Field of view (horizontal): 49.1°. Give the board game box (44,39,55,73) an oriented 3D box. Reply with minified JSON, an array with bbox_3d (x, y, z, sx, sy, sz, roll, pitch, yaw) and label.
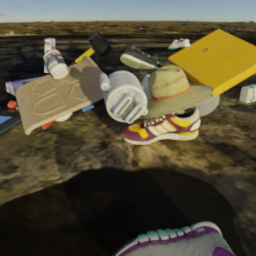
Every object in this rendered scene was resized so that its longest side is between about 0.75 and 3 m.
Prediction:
[{"bbox_3d":[-2.927,-2.722,10.481,0.238,1.156,1.153,4,20,-9],"label":"board game box"}]

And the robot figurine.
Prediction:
[{"bbox_3d":[-0.116,-0.855,7.388,1.557,1.037,1.836,35,19,-28],"label":"robot figurine"}]

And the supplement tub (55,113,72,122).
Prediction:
[{"bbox_3d":[-3.106,-1.029,11.069,1.164,1.164,1.899,-20,30,-39],"label":"supplement tub"}]

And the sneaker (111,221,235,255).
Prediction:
[{"bbox_3d":[0.748,2.113,4.313,2.168,0.807,0.949,-9,30,-22],"label":"sneaker"}]

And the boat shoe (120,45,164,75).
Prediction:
[{"bbox_3d":[0.710,-2.111,9.026,1.916,0.635,0.716,19,-12,-12],"label":"boat shoe"}]

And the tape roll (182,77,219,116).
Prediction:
[{"bbox_3d":[2.233,-1.139,9.549,1.663,0.549,1.663,-9,46,10],"label":"tape roll"}]

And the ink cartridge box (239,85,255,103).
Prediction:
[{"bbox_3d":[5.644,-1.566,12.938,0.934,0.685,0.388,-15,29,-28],"label":"ink cartridge box"}]

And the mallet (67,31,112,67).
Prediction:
[{"bbox_3d":[-1.961,-2.654,10.689,2.721,0.896,0.560,-29,37,11],"label":"mallet"}]

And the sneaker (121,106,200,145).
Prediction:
[{"bbox_3d":[0.995,-0.186,8.842,2.498,1.125,0.936,-6,36,-3],"label":"sneaker"}]

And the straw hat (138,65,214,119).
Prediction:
[{"bbox_3d":[1.166,-1.250,8.195,2.477,1.048,2.477,-21,18,7],"label":"straw hat"}]

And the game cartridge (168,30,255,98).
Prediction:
[{"bbox_3d":[3.004,-2.288,9.556,2.322,0.427,2.634,-30,45,-6],"label":"game cartridge"}]

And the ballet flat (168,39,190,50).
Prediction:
[{"bbox_3d":[1.738,-2.872,9.599,0.334,0.334,0.961,-15,17,-32],"label":"ballet flat"}]

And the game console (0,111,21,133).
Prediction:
[{"bbox_3d":[-5.312,-0.629,9.615,2.219,1.538,2.599,3,25,15],"label":"game console"}]

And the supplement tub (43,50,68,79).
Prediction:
[{"bbox_3d":[-2.459,-2.153,9.544,0.590,0.840,0.590,-27,-11,-6],"label":"supplement tub"}]

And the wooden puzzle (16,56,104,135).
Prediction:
[{"bbox_3d":[-2.199,-1.101,9.423,2.995,0.693,2.774,-29,41,-8],"label":"wooden puzzle"}]

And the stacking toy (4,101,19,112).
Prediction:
[{"bbox_3d":[-4.654,-0.742,11.318,1.060,0.448,0.960,12,26,26],"label":"stacking toy"}]

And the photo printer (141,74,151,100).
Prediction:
[{"bbox_3d":[1.101,-1.621,11.618,0.453,1.304,1.085,-6,43,46],"label":"photo printer"}]

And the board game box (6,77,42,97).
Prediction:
[{"bbox_3d":[-4.546,-2.027,14.219,2.434,0.501,2.428,-19,30,-38],"label":"board game box"}]
